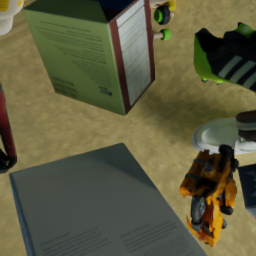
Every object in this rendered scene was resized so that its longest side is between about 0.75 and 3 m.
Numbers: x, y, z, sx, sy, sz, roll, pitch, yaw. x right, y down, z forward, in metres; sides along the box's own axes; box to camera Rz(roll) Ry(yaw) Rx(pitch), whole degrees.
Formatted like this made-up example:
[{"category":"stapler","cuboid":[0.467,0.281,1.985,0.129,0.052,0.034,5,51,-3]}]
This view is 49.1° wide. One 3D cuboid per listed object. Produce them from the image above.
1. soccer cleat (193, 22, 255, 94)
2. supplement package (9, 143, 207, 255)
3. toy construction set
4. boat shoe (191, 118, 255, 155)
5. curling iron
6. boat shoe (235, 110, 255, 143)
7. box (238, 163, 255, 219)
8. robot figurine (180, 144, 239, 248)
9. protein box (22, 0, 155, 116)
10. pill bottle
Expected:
[{"category":"soccer cleat","cuboid":[2.313,-1.237,5.016,0.967,1.161,2.865,-37,37,-24]},{"category":"supplement package","cuboid":[-0.431,1.971,4.353,1.995,1.981,2.629,-14,44,-26]},{"category":"toy construction set","cuboid":[1.347,-4.391,7.984,2.120,2.301,2.759,-17,67,-22]},{"category":"boat shoe","cuboid":[3.077,0.118,7.176,2.795,0.933,1.028,-6,76,-1]},{"category":"curling iron","cuboid":[-2.532,-0.514,5.064,0.714,0.368,2.880,-11,102,-41]},{"category":"boat shoe","cuboid":[2.338,0.115,4.091,2.373,0.876,0.878,-6,87,-45]},{"category":"box","cuboid":[2.832,1.008,4.007,1.899,2.408,0.614,-16,56,27]},{"category":"robot figurine","cuboid":[1.451,1.234,4.967,0.625,2.148,1.557,17,59,35]},{"category":"protein box","cuboid":[-0.547,-1.359,4.777,1.657,1.669,1.126,20,53,26]},{"category":"pill bottle","cuboid":[-2.721,-3.102,5.520,1.386,2.490,1.386,14,52,-19]}]
